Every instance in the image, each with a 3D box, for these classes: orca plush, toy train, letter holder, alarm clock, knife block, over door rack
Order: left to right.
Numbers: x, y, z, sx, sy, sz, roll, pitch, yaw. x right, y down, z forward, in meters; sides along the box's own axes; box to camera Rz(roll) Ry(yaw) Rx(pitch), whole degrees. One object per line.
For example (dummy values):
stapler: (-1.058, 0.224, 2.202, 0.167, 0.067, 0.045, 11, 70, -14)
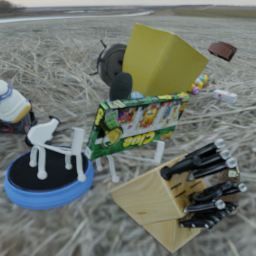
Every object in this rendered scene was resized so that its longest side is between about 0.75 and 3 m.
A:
orca plush: (-2.967, 0.149, 9.338, 0.645, 0.954, 1.814, -26, 29, 25)
over door rack: (-0.837, 0.726, 6.109, 1.977, 0.891, 2.676, 9, -15, -33)
alarm clock: (-0.094, -2.503, 11.878, 2.781, 1.876, 0.926, 15, 13, -20)
knife block: (0.796, 1.042, 5.615, 0.904, 2.479, 2.824, -19, 33, -34)
toy train: (2.793, -2.630, 14.060, 2.227, 0.825, 2.965, 26, 36, 21)
letter holder: (3.068, -2.551, 9.071, 0.751, 0.534, 0.378, 37, 12, 30)

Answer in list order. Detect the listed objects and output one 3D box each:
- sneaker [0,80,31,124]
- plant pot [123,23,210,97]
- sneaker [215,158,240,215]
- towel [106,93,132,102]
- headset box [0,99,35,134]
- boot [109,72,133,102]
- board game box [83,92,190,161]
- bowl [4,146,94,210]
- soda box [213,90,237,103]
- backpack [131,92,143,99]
sneaker: (-4.141, -1.008, 8.266, 2.911, 1.283, 1.096, 7, 53, 33)
plant pot: (1.168, -2.232, 10.783, 2.321, 2.390, 2.337, 17, 13, -43)
sneaker: (2.465, 1.372, 6.957, 0.611, 0.656, 1.736, 9, 28, 16)
towel: (-0.406, -1.049, 11.794, 1.177, 0.194, 1.626, 10, 40, 20)
headset box: (-4.035, -0.418, 9.846, 1.570, 1.167, 0.589, 2, 29, 2)
boot: (-0.221, -0.560, 7.474, 0.567, 1.186, 1.570, 9, 73, 3)
board game box: (0.301, -0.102, 6.705, 2.741, 1.436, 0.322, -13, 49, -40)
bowl: (-2.097, 1.200, 7.511, 2.324, 0.456, 2.324, 0, 28, 0)
soda box: (4.406, -1.437, 12.730, 0.342, 0.320, 1.005, -24, 37, -38)
backpack: (0.187, -0.617, 9.901, 1.189, 1.085, 0.800, -33, 32, -4)
